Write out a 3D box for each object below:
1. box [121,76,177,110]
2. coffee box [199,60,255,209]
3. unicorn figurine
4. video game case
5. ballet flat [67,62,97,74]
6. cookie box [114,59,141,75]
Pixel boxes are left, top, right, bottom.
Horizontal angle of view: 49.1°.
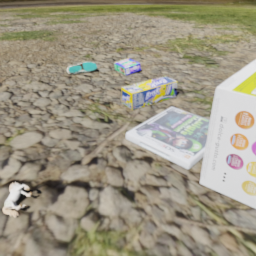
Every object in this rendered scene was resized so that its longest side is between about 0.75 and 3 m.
[{"bbox_3d":[0.985,-1.607,12.638,2.552,0.821,0.894,-18,35,-29],"label":"box"},{"bbox_3d":[4.048,0.191,7.355,2.949,2.978,2.982,22,37,33],"label":"coffee box"},{"bbox_3d":[-2.872,1.743,7.241,0.763,0.410,1.111,0,34,20],"label":"unicorn figurine"},{"bbox_3d":[1.820,0.186,10.026,2.617,0.336,2.878,25,38,35],"label":"video game case"},{"bbox_3d":[-2.680,-3.434,16.092,1.753,0.629,0.629,-11,32,-19],"label":"ballet flat"},{"bbox_3d":[-0.057,-3.561,16.264,1.063,0.467,1.243,-25,37,-24],"label":"cookie box"}]
